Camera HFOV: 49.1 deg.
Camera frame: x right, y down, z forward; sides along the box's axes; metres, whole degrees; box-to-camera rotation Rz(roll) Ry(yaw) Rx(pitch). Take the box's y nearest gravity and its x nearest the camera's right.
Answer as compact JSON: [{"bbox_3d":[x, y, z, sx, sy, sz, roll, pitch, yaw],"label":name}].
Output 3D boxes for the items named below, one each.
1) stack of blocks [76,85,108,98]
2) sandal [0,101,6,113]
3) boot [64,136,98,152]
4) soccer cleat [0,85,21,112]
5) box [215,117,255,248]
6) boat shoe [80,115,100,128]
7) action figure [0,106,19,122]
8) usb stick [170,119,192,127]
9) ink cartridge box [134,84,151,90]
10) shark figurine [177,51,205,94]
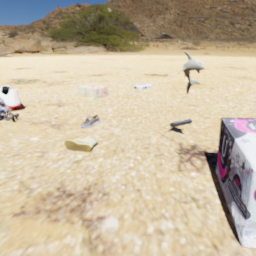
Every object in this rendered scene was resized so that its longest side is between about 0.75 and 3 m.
[{"bbox_3d":[-2.105,-2.158,16.313,1.730,0.507,0.996,14,23,37],"label":"stack of blocks"},{"bbox_3d":[-5.847,-0.830,12.025,0.855,0.780,1.964,2,19,-7],"label":"sandal"},{"bbox_3d":[-1.462,0.461,8.750,0.893,0.325,0.694,6,20,15],"label":"boot"},{"bbox_3d":[-5.995,-1.539,13.497,2.628,1.120,0.902,17,25,40],"label":"soccer cleat"},{"bbox_3d":[2.856,0.871,5.541,1.793,1.557,2.713,2,19,7],"label":"box"},{"bbox_3d":[-1.502,-0.285,10.922,0.366,0.366,1.012,10,21,28],"label":"boat shoe"},{"bbox_3d":[-5.068,-0.562,11.441,1.168,0.596,0.694,7,30,16],"label":"action figure"},{"bbox_3d":[2.090,-0.203,11.003,1.002,0.163,0.278,-11,22,-29],"label":"usb stick"},{"bbox_3d":[1.029,-2.707,18.427,1.195,0.234,0.594,-14,23,-33],"label":"ink cartridge box"},{"bbox_3d":[1.559,-1.473,7.523,0.555,0.795,1.331,-40,-15,-8],"label":"shark figurine"}]
